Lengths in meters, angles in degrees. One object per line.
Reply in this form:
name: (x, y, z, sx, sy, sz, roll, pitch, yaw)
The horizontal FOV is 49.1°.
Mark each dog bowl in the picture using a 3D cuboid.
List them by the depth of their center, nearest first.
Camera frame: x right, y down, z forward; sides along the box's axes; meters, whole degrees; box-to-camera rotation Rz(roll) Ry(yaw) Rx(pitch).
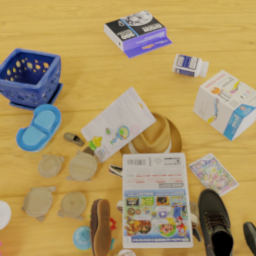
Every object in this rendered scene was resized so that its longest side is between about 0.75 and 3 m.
dog bowl: (-3.236, 0.053, 10.345, 1.085, 0.482, 1.946, 29, 72, 10)

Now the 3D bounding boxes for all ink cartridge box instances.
ink cartridge box: (3.780, -0.879, 10.692, 1.484, 1.458, 2.016, -34, 60, -23)
ink cartridge box: (0.512, -4.842, 14.306, 2.653, 0.581, 2.678, -25, 58, -19)

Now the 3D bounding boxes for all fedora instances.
fedora: (0.810, 0.259, 10.095, 2.592, 1.057, 2.592, 0, 53, 0)

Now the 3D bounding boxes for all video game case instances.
video game case: (0.780, 2.012, 8.022, 1.870, 0.235, 2.612, -2, 65, 3)
video game case: (2.916, 1.629, 9.628, 1.032, 0.130, 1.441, -25, 56, -18)

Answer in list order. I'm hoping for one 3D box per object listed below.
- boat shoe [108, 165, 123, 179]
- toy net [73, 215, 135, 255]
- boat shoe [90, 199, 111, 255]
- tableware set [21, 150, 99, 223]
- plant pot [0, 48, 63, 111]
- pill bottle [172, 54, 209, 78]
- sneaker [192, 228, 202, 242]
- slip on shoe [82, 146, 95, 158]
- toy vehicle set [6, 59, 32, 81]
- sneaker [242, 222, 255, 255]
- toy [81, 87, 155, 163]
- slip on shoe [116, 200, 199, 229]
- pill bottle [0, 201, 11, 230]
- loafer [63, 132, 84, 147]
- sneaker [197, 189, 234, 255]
boat shoe: (-0.225, 1.498, 9.590, 0.945, 0.296, 0.337, 15, 42, 7)
toy net: (-0.471, 3.440, 8.083, 2.336, 0.451, 1.226, 32, 56, 20)
boat shoe: (-0.810, 2.823, 7.914, 0.562, 0.562, 1.597, 19, 64, -36)
tableware set: (-2.200, 1.854, 9.204, 2.123, 0.295, 2.542, 7, 62, 10)
plant pot: (-3.817, -1.768, 11.168, 2.010, 1.807, 2.010, 12, 54, 9)
pill bottle: (2.791, -2.746, 12.521, 1.470, 0.850, 0.850, 16, 54, 11)
sneaker: (1.830, 3.124, 8.368, 0.435, 0.306, 0.819, -23, 38, -10)
slip on shoe: (-1.595, 1.077, 9.869, 0.515, 0.410, 1.353, 29, 58, 20)
toy vehicle set: (-5.179, -2.610, 12.806, 1.048, 0.224, 1.687, 18, 55, 13)
sneaker: (3.990, 3.371, 8.022, 0.898, 0.600, 1.568, -17, 57, -15)
toy: (-0.340, -0.061, 9.816, 2.522, 0.595, 1.452, -38, 76, 16)
slip on shoe: (0.894, 2.415, 8.456, 2.436, 0.926, 0.738, 5, 50, 14)
pill bottle: (-4.144, 2.480, 8.158, 1.435, 0.831, 0.831, -5, 44, 39)
loafer: (-2.031, 0.379, 10.467, 0.921, 0.311, 0.350, 23, 56, 17)
sneaker: (2.542, 2.683, 7.942, 0.948, 1.346, 2.535, -6, 49, 7)
